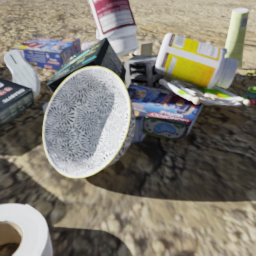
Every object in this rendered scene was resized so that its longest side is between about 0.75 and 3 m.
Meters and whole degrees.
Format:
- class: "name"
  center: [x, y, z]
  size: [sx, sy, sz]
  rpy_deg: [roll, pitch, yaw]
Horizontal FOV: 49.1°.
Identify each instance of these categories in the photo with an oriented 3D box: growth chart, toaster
- class: "growth chart"
  center: [2.411, -1.127, 8.960]
  size: [2.970, 0.263, 2.149]
  rpy_deg: [-1, 26, -36]
- class: "toaster"
  center: [0.584, -2.069, 10.699]
  size: [1.459, 1.319, 0.866]
  rpy_deg: [13, 35, 30]

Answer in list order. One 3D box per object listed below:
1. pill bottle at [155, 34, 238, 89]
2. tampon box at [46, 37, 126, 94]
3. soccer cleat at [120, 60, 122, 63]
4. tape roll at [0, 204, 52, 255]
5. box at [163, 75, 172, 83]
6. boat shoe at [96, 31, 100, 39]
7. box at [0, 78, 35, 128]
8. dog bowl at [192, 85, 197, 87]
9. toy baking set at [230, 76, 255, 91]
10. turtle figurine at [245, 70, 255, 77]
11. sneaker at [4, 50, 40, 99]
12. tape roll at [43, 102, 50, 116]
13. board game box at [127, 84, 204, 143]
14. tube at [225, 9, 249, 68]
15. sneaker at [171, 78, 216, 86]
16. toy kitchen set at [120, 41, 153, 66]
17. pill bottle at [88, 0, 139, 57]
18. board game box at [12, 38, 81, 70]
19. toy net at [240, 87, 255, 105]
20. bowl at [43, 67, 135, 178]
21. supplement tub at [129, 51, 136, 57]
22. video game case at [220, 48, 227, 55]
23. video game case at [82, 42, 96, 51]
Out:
- class: "pill bottle"
  center: [2.267, -2.162, 9.404]
  size: [2.509, 1.371, 1.371]
  rpy_deg: [19, 34, 4]
- class: "tampon box"
  center: [-1.238, -1.669, 9.356]
  size: [1.795, 1.512, 2.395]
  rpy_deg: [-24, 27, 18]
- class: "soccer cleat"
  center: [-0.772, -2.520, 12.292]
  size: [0.832, 0.673, 1.927]
  rpy_deg: [46, 39, 13]
- class: "tape roll"
  center: [-2.153, 2.100, 4.702]
  size: [1.700, 0.595, 1.700]
  rpy_deg: [0, 32, 0]
- class: "box"
  center: [1.517, -2.154, 11.619]
  size: [1.446, 0.594, 0.494]
  rpy_deg: [-16, 36, -22]
- class: "boat shoe"
  center: [-1.058, -5.895, 17.608]
  size: [1.978, 0.647, 0.728]
  rpy_deg: [4, 32, 6]
- class: "box"
  center: [-4.781, -0.657, 8.781]
  size: [2.263, 0.655, 2.848]
  rpy_deg: [19, 40, 19]
- class: "dog bowl"
  center: [2.087, -1.050, 9.972]
  size: [1.741, 0.432, 0.970]
  rpy_deg: [-24, 39, -35]
- class: "toy baking set"
  center: [4.640, -1.866, 11.573]
  size: [1.152, 0.175, 1.501]
  rpy_deg: [-21, 37, -34]
- class: "turtle figurine"
  center: [5.560, -2.423, 12.349]
  size: [0.661, 0.264, 0.820]
  rpy_deg: [-20, 37, -29]
- class: "sneaker"
  center: [-3.961, -2.003, 10.973]
  size: [0.987, 0.957, 2.703]
  rpy_deg: [-34, 59, 1]
- class: "tape roll"
  center: [-2.465, -0.627, 9.433]
  size: [0.772, 0.270, 0.772]
  rpy_deg: [0, 31, 0]
- class: "board game box"
  center: [0.676, -0.312, 8.402]
  size: [2.626, 0.810, 2.625]
  rpy_deg: [14, 35, 22]
- class: "tube"
  center: [4.753, -3.865, 12.430]
  size: [0.679, 2.615, 0.759]
  rpy_deg: [-33, 45, -31]
- class: "sneaker"
  center: [2.826, -1.921, 10.969]
  size: [2.653, 1.014, 1.068]
  rpy_deg: [-22, 55, -25]
- class: "toy kitchen set"
  center: [0.586, -3.355, 12.719]
  size: [1.321, 1.461, 1.620]
  rpy_deg: [-19, 38, -30]
- class: "pill bottle"
  center: [-0.520, -4.068, 10.520]
  size: [1.475, 2.584, 1.475]
  rpy_deg: [-17, 7, 2]
- class: "board game box"
  center: [-3.737, -3.869, 14.126]
  size: [2.787, 0.859, 2.785]
  rpy_deg: [12, 33, 20]
- class: "toy net"
  center: [4.842, -0.979, 9.969]
  size: [0.843, 0.311, 1.608]
  rpy_deg: [-20, 37, -29]
- class: "bowl"
  center: [-0.753, -0.040, 6.926]
  size: [2.644, 2.644, 1.241]
  rpy_deg: [26, 2, 35]
- class: "supplement tub"
  center: [0.532, -3.727, 14.021]
  size: [0.733, 0.733, 1.009]
  rpy_deg: [-15, 35, -22]
- class: "video game case"
  center: [2.771, -2.829, 11.859]
  size: [2.160, 0.247, 1.966]
  rpy_deg: [-2, -10, -4]
- class: "video game case"
  center: [-1.236, -4.504, 15.531]
  size: [2.631, 0.237, 1.884]
  rpy_deg: [-8, 32, -3]
